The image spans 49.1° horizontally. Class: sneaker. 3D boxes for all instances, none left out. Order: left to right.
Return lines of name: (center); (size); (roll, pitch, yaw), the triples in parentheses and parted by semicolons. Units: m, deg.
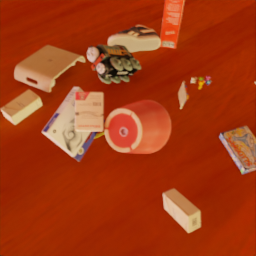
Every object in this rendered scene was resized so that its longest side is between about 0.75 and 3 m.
sneaker: (0.227, -4.551, 14.331); (2.742, 1.075, 1.089); (-5, 57, -17)

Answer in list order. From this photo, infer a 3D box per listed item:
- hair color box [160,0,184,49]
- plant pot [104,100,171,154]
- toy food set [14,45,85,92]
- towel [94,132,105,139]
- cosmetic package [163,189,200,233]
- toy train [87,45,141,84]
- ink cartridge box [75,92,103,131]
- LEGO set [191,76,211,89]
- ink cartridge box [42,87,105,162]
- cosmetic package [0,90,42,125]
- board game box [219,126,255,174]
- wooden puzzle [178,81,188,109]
hair color box: (2.215, -5.648, 13.940); (0.911, 2.976, 1.511); (9, 53, 7)
plant pot: (0.235, 0.030, 9.089); (1.896, 1.896, 1.678); (33, 19, 23)
toy food set: (-3.656, -2.845, 13.288); (2.015, 0.848, 2.808); (22, 48, 16)
towel: (-0.819, 0.137, 10.651); (1.281, 0.551, 0.116); (-24, 92, 25)
cosmetic package: (1.643, 2.537, 8.696); (0.476, 0.674, 1.302); (-18, 25, -22)
toy train: (-0.617, -2.853, 12.169); (1.623, 1.213, 2.848); (54, 32, 10)
ink cartridge box: (-1.219, -0.485, 8.780); (0.867, 0.505, 1.197); (0, 84, -8)
LEGO set: (3.124, -1.904, 11.947); (1.003, 0.412, 0.383); (-9, 48, -25)
ink cartridge box: (-1.708, -0.056, 9.776); (0.400, 1.971, 1.967); (10, 62, 43)
cosmetic package: (-4.490, -0.887, 11.853); (0.766, 0.540, 1.479); (33, 58, 22)
board game box: (4.447, 0.807, 10.701); (1.192, 0.303, 1.760); (-15, 54, -11)
wooden puzzle: (2.323, -1.360, 11.749); (0.210, 0.839, 0.905); (3, 63, -6)
